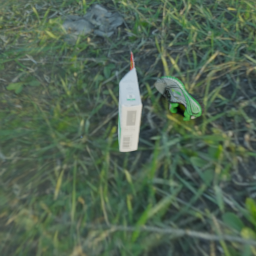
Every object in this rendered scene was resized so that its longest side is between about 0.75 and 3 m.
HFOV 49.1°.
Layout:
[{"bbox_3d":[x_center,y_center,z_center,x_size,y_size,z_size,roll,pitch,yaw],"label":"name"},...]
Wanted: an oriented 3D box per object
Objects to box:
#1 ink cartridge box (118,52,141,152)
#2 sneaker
[{"bbox_3d":[-0.047,-0.654,6.823,0.487,1.565,1.944,-4,49,-6],"label":"ink cartridge box"},{"bbox_3d":[1.600,-1.036,9.483,0.869,0.796,2.041,-30,55,-23],"label":"sneaker"}]
